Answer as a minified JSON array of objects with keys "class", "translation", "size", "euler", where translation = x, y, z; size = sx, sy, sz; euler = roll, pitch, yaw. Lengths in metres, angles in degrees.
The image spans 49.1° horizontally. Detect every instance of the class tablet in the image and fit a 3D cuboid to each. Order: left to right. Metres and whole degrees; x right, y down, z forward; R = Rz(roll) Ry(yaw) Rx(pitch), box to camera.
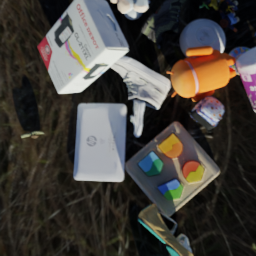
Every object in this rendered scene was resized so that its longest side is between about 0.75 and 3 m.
[{"class":"tablet","translation":[-0.980,0.477,9.770],"size":[1.758,0.184,2.701],"euler":[1,80,6]}]

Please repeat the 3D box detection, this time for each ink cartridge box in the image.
[{"class":"ink cartridge box","translation":[-1.549,-2.613,9.100],"size":[2.667,1.104,1.944],"euler":[-32,80,39]}]

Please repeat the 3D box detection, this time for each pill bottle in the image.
[{"class":"pill bottle","translation":[4.610,-1.280,9.055],"size":[1.449,1.449,2.581],"euler":[-33,111,-4]}]

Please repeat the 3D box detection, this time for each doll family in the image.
[{"class":"doll family","translation":[3.251,-4.385,10.011],"size":[2.175,0.854,1.257],"euler":[42,41,7]}]

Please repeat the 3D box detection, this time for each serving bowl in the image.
[{"class":"serving bowl","translation":[2.757,-3.242,10.214],"size":[1.685,0.554,1.685],"euler":[0,82,1]}]

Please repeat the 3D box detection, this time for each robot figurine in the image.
[{"class":"robot figurine","translation":[2.464,-1.863,9.572],"size":[2.319,1.668,1.352],"euler":[-20,71,-5]}]

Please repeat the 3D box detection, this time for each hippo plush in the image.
[{"class":"hippo plush","translation":[0.074,-4.737,9.931],"size":[1.502,1.516,1.886],"euler":[15,89,-3]}]

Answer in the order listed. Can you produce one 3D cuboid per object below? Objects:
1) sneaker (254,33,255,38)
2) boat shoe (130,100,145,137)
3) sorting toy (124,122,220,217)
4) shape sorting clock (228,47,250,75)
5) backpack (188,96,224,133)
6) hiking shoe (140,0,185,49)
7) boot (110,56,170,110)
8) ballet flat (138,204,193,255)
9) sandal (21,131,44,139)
[{"class":"sneaker","translation":[5.284,-3.026,10.191],"size":[1.534,0.505,0.601],"euler":[43,78,10]},{"class":"boat shoe","translation":[0.268,-0.338,9.793],"size":[0.437,0.481,1.308],"euler":[8,86,-11]},{"class":"sorting toy","translation":[1.518,1.385,9.603],"size":[2.539,0.463,2.350],"euler":[-40,84,-6]},{"class":"shape sorting clock","translation":[4.207,-2.456,10.270],"size":[1.108,0.217,1.108],"euler":[0,82,0]},{"class":"backpack","translation":[2.784,-0.589,9.634],"size":[1.084,0.835,1.033],"euler":[42,54,-6]},{"class":"hiking shoe","translation":[1.545,-4.005,10.256],"size":[2.321,0.879,1.169],"euler":[-46,105,-1]},{"class":"boot","translation":[0.210,-1.561,9.711],"size":[2.450,0.901,1.171],"euler":[25,80,-4]},{"class":"ballet flat","translation":[1.444,3.555,9.022],"size":[0.831,0.905,2.636],"euler":[-43,94,-17]},{"class":"sandal","translation":[-3.344,0.278,9.841],"size":[0.819,0.325,0.234],"euler":[-13,80,4]}]
